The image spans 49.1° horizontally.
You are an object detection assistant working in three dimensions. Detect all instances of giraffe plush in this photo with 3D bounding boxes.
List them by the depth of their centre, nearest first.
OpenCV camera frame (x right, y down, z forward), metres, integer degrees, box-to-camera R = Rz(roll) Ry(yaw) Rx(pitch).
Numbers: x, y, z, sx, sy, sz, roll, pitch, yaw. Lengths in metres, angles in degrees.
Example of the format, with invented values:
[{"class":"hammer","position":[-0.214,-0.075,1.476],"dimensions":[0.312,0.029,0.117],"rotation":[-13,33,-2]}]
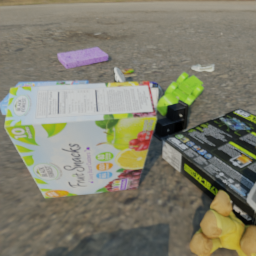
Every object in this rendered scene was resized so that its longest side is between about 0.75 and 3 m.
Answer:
[{"class":"giraffe plush","position":[1.851,1.876,4.803],"dimensions":[1.154,1.228,1.423],"rotation":[28,3,24]}]

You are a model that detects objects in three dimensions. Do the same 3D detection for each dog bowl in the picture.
[{"class":"dog bowl","position":[0.866,-1.331,10.499],"dimensions":[0.779,0.779,0.307],"rotation":[-4,44,-7]}]

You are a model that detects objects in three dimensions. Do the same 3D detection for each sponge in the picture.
[{"class":"sponge","position":[-2.439,-3.815,15.121],"dimensions":[2.398,0.358,1.338],"rotation":[-18,41,-23]}]

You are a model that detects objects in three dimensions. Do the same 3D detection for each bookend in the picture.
[{"class":"bookend","position":[1.267,-0.234,8.391],"dimensions":[0.975,0.981,0.452],"rotation":[-15,31,-25]}]

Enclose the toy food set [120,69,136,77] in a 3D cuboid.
[{"class":"toy food set","position":[-0.085,-2.769,13.676],"dimensions":[0.707,0.205,1.024],"rotation":[-13,32,-22]}]

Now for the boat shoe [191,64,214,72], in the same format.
[{"class":"boat shoe","position":[3.733,-3.035,13.996],"dimensions":[1.108,0.355,0.408],"rotation":[6,30,11]}]

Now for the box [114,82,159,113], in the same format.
[{"class":"box","position":[0.258,-1.089,9.966],"dimensions":[1.630,0.951,0.490],"rotation":[3,27,9]}]

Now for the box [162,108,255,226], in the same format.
[{"class":"box","position":[2.800,0.695,6.754],"dimensions":[2.867,0.705,2.968],"rotation":[-18,34,-25]}]

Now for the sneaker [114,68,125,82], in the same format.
[{"class":"sneaker","position":[-0.476,-1.734,11.083],"dimensions":[0.480,0.734,1.313],"rotation":[20,39,-49]}]

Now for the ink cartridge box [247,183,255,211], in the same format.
[{"class":"ink cartridge box","position":[2.967,1.515,4.114],"dimensions":[1.870,0.442,1.497],"rotation":[17,14,-14]}]

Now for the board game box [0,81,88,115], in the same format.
[{"class":"board game box","position":[-2.991,-1.187,10.543],"dimensions":[2.822,0.516,2.135],"rotation":[-1,29,-1]}]

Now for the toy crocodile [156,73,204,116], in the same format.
[{"class":"toy crocodile","position":[2.010,-1.264,10.371],"dimensions":[0.990,0.906,2.933],"rotation":[39,40,8]}]

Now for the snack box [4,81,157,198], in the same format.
[{"class":"snack box","position":[-0.761,0.412,5.249],"dimensions":[2.128,2.993,0.793],"rotation":[-3,58,-6]}]
